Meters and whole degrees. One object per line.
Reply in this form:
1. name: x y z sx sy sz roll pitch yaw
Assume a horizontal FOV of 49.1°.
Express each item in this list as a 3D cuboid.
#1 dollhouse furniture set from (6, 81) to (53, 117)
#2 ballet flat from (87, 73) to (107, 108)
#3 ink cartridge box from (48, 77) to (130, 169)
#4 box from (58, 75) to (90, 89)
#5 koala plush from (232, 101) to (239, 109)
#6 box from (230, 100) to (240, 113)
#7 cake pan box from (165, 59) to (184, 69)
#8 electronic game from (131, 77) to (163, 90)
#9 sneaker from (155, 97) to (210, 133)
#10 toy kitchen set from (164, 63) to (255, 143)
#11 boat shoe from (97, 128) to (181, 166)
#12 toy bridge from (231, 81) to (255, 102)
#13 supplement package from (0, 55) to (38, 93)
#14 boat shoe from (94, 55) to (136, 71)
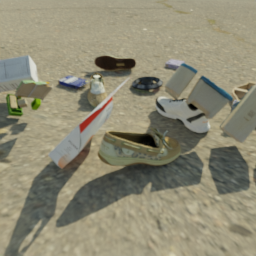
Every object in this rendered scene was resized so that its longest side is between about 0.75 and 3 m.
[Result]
1. dollhouse furniture set: -3.332 -1.177 9.184 1.009 2.018 0.779 4 60 -42
2. ballet flat: -1.254 -1.577 11.058 0.782 0.724 2.217 -7 33 -8
3. ink cartridge box: -0.865 -0.144 7.521 0.612 2.440 1.979 48 37 -9
4. box: -2.337 -1.968 12.160 1.234 0.200 0.748 18 37 29
5. koala plush: 3.629 -0.317 9.296 0.690 0.716 0.779 31 63 21
6. box: 4.307 -0.572 9.748 1.338 0.430 0.469 17 36 23
7. cake pan box: 2.377 -3.221 14.144 0.808 0.211 0.744 16 38 24
8. electronic game: 0.813 -1.895 11.967 1.338 0.278 1.338 -3 29 2
9. sneaker: 1.850 -0.703 9.525 0.850 0.922 2.306 -26 39 -32
10. toy kitchen set: 2.760 -1.093 9.011 2.798 1.648 2.241 38 6 3
11. boat shoe: 0.449 0.464 7.439 2.529 0.793 0.927 -3 30 -34
12. toy bridge: 4.539 -1.358 11.095 0.779 0.315 2.316 17 36 25
13. supplement package: -4.410 -2.025 10.661 1.650 0.904 0.939 -10 77 -4
14. boat shoe: -0.633 -3.170 13.713 2.002 0.740 0.741 6 19 -3
